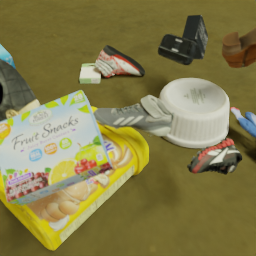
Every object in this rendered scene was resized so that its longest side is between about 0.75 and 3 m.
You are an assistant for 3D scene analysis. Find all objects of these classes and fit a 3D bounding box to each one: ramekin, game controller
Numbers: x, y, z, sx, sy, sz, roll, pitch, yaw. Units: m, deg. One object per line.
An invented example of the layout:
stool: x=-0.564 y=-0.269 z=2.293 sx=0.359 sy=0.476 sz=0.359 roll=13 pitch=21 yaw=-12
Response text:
ramekin: x=1.836 y=-0.545 z=8.058 sx=2.233 sy=1.040 sz=2.233 roll=-1 pitch=42 yaw=1
game controller: x=1.122 y=-1.820 z=6.448 sx=1.029 sy=0.537 sz=0.217 roll=35 pitch=12 yaw=39

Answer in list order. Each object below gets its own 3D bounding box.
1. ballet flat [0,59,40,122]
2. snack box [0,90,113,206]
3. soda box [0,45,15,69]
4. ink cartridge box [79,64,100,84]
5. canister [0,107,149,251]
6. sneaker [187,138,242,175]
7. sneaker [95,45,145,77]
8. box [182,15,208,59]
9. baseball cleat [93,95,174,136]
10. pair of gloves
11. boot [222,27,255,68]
ballet flat: x=-2.511 y=-0.894 z=4.070 sx=0.981 sy=2.952 sz=0.839 roll=-39 pitch=20 yaw=20
snack box: x=-0.825 y=0.209 z=3.047 sx=1.074 sy=0.364 sz=0.906 roll=-21 pitch=67 yaw=-2
soda box: x=-5.067 y=-2.755 z=10.777 sx=0.683 sy=0.646 sz=2.014 roll=-27 pitch=48 yaw=-26
ink cartridge box: x=-1.370 y=-1.995 z=10.246 sx=0.717 sy=0.236 sz=0.985 roll=-1 pitch=42 yaw=-1
canister: x=-1.222 y=0.957 z=6.305 sx=2.135 sy=1.244 sz=2.875 roll=30 pitch=51 yaw=28
sneaker: x=1.522 y=0.568 z=4.775 sx=1.128 sy=0.399 sz=0.551 roll=-19 pitch=58 yaw=-31
sneaker: x=-0.321 y=-2.166 z=10.173 sx=1.784 sy=0.956 sz=0.596 roll=25 pitch=33 yaw=-27
box: x=1.877 y=-2.494 z=7.790 sx=0.413 sy=1.047 sz=0.739 roll=7 pitch=75 yaw=27
baseball cleat: x=0.101 y=-0.319 z=5.406 sx=1.550 sy=0.825 sz=0.540 roll=11 pitch=35 yaw=1
pair of gloves: x=3.495 y=-0.093 z=7.773 sx=1.457 sy=0.166 sz=1.171 roll=8 pitch=43 yaw=-38
boot: x=3.022 y=-1.808 z=6.532 sx=1.566 sy=1.216 sz=0.601 roll=-7 pitch=72 yaw=24
